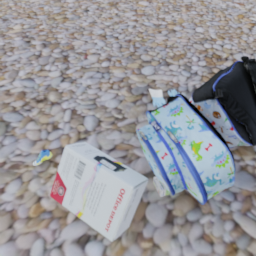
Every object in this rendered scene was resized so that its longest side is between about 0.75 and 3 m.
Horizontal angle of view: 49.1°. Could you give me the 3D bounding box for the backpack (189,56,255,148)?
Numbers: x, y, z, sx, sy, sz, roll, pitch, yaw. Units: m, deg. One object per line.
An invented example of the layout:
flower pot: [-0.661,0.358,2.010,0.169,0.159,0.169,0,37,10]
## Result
backpack: [3.794,-0.665,10.372,2.961,2.281,2.820,-38,96,-28]

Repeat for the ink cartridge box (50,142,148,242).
ink cartridge box: [-0.907,1.807,8.348,2.501,1.823,1.036,28,16,23]

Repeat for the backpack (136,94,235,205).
backpack: [1.692,0.843,8.473,2.101,2.617,2.859,-32,47,-4]

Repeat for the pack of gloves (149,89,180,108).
pack of gloves: [1.753,-1.330,12.297,1.464,0.344,1.743,5,36,-9]

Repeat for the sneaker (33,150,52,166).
sneaker: [-3.157,1.043,10.142,0.763,0.401,0.289,-30,22,-19]

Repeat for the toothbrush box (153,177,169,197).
toothbrush box: [1.349,1.864,9.419,0.849,0.365,0.618,-15,46,-16]
